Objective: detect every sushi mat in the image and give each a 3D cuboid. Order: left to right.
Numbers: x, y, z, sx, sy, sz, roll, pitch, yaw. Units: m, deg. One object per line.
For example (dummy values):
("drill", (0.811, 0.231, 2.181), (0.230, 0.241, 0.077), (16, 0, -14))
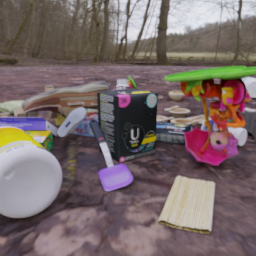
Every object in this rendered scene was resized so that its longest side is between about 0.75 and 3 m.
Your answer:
("sushi mat", (1.177, 1.383, 5.332), (0.863, 0.109, 1.804), (6, 17, 18))

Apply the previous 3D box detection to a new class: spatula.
("spatula", (-0.551, 0.535, 6.711), (0.683, 0.248, 2.415), (-15, 45, -13))

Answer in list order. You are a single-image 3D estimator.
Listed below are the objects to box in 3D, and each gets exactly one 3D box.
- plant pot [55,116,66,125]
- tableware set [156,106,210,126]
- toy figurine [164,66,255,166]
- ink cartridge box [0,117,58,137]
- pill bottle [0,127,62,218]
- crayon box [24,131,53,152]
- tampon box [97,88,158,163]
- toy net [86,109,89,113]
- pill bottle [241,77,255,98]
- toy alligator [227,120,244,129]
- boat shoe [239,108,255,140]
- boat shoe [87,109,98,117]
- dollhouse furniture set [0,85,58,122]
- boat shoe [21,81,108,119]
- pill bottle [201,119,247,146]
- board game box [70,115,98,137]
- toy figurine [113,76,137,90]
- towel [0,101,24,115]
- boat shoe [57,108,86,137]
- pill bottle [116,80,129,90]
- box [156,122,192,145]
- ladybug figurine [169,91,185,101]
("plant pot", (-2.468, -0.598, 10.868), (0.947, 0.672, 0.947), (-15, 21, 6))
("tableware set", (2.098, -0.407, 11.228), (2.461, 0.342, 2.946), (-14, 20, -41))
("toy figurine", (2.119, -0.197, 6.717), (1.899, 2.328, 2.529), (-14, 14, -23))
("ink cartridge box", (-3.099, 0.002, 8.583), (1.485, 0.325, 1.499), (0, -15, 3))
("pill bottle", (-2.290, 0.711, 5.561), (1.266, 1.266, 2.317), (-11, 19, -33))
("crayon box", (-3.096, 0.470, 7.790), (1.764, 0.514, 1.048), (-1, 16, -2))
("tampon box", (-0.026, -0.136, 7.688), (1.298, 1.732, 1.093), (-11, 19, -35))
("toy net", (-0.723, -0.945, 13.028), (2.451, 0.473, 1.286), (6, 13, 13))
("pill bottle", (7.222, -2.457, 16.924), (1.193, 1.193, 2.060), (0, 16, 0))
("toy alligator", (3.686, -0.045, 9.834), (0.391, 0.283, 1.180), (6, 28, -15))
("boat shoe", (4.499, -0.113, 9.009), (0.990, 1.044, 2.757), (1, 17, -3))
("boat shoe", (-1.450, -0.665, 11.845), (0.562, 0.494, 1.580), (-3, 13, 3))
("dollhouse furniture set", (-3.742, -0.634, 9.797), (2.321, 1.028, 1.203), (-10, -22, -27))
("boat shoe", (-1.945, -0.797, 9.241), (2.926, 1.050, 1.108), (-14, 6, -19))
("pill bottle", (2.928, 0.162, 8.576), (0.689, 0.689, 1.240), (-13, 20, -39))
("board game box", (-1.290, -0.127, 9.924), (1.651, 0.510, 1.652), (4, 16, 11))
("toy figurine", (-0.249, -2.201, 16.246), (1.346, 1.098, 1.463), (-29, 11, -1))
("towel", (-5.395, -1.022, 13.349), (1.485, 0.365, 2.002), (-16, 22, -40))
("boat shoe", (-1.693, -0.166, 8.495), (1.113, 0.409, 0.364), (-43, -9, -2))
("pill bottle", (-0.264, -1.685, 12.953), (0.601, 1.052, 0.601), (0, 3, 0))
("box", (1.255, 0.138, 9.251), (1.558, 0.358, 1.239), (6, 17, 19))
("ladybug figurine", (2.776, -1.823, 15.964), (0.916, 0.485, 1.349), (5, 17, 18))
